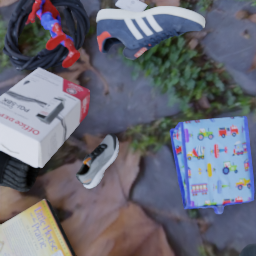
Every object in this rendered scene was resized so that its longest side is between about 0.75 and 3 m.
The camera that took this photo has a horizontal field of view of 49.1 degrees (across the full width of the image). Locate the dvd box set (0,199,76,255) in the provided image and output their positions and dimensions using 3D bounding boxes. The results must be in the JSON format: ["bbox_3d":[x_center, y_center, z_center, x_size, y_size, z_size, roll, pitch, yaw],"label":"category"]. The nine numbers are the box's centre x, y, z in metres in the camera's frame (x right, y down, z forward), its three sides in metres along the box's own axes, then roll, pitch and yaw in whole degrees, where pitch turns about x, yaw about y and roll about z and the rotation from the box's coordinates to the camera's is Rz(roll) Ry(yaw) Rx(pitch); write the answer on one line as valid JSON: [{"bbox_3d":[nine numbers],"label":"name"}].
[{"bbox_3d":[-2.413,2.883,5.939,2.376,0.349,1.738,-31,74,-8],"label":"dvd box set"}]

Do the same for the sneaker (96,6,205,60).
[{"bbox_3d":[0.507,-2.396,7.373,2.906,1.089,1.228,7,94,24],"label":"sneaker"}]

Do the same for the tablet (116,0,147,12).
[{"bbox_3d":[0.096,-3.738,8.512,0.826,0.056,0.538,32,73,10],"label":"tablet"}]

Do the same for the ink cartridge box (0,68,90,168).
[{"bbox_3d":[-2.038,-0.320,6.433,1.520,0.858,2.071,24,45,8],"label":"ink cartridge box"}]

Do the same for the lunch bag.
[{"bbox_3d":[1.979,0.898,6.466,1.581,0.988,2.100,-5,78,-6],"label":"lunch bag"}]

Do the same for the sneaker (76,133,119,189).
[{"bbox_3d":[-0.699,0.714,6.561,0.519,0.557,1.405,13,66,45],"label":"sneaker"}]

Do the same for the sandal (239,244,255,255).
[{"bbox_3d":[1.837,3.047,4.662,0.859,0.547,2.286,17,72,31],"label":"sandal"}]

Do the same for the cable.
[{"bbox_3d":[-2.318,-2.640,7.880,2.134,0.664,2.616,22,77,-1],"label":"cable"}]

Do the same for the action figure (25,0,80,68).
[{"bbox_3d":[-1.960,-2.578,6.960,0.734,0.929,2.840,-36,49,11],"label":"action figure"}]

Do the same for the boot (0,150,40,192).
[{"bbox_3d":[-2.901,0.223,6.620,1.799,0.905,2.406,3,81,8],"label":"boot"}]
